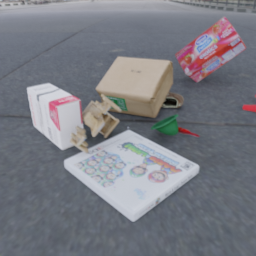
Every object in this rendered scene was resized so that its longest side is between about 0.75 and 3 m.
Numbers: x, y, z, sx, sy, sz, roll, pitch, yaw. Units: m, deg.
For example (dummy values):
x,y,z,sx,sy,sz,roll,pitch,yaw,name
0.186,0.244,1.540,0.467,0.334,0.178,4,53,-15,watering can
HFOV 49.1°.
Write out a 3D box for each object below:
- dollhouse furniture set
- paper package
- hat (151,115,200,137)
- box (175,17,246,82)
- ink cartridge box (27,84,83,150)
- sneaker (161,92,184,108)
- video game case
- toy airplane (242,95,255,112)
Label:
x,y,z,sx,sy,sz,roll,pitch,yaw,name
-0.846,-0.092,8.644,1.125,1.588,1.729,37,6,-17,dollhouse furniture set
0.313,-1.661,11.135,2.384,1.233,2.272,11,52,24,paper package
1.476,0.205,9.238,1.166,1.027,0.966,-23,9,41,hat
3.949,-3.686,13.558,1.424,2.857,1.364,15,46,-52,box
-2.442,-0.447,9.371,0.897,1.540,2.128,-22,35,-35,ink cartridge box
1.298,-1.240,11.668,1.979,0.697,0.748,9,25,16,sneaker
0.068,1.088,7.824,2.578,0.336,2.833,-25,37,-37,video game case
5.665,-0.927,11.504,1.751,0.322,1.751,-1,31,0,toy airplane
